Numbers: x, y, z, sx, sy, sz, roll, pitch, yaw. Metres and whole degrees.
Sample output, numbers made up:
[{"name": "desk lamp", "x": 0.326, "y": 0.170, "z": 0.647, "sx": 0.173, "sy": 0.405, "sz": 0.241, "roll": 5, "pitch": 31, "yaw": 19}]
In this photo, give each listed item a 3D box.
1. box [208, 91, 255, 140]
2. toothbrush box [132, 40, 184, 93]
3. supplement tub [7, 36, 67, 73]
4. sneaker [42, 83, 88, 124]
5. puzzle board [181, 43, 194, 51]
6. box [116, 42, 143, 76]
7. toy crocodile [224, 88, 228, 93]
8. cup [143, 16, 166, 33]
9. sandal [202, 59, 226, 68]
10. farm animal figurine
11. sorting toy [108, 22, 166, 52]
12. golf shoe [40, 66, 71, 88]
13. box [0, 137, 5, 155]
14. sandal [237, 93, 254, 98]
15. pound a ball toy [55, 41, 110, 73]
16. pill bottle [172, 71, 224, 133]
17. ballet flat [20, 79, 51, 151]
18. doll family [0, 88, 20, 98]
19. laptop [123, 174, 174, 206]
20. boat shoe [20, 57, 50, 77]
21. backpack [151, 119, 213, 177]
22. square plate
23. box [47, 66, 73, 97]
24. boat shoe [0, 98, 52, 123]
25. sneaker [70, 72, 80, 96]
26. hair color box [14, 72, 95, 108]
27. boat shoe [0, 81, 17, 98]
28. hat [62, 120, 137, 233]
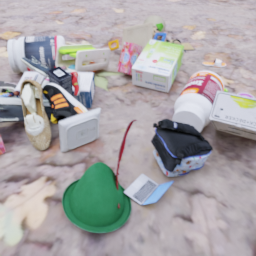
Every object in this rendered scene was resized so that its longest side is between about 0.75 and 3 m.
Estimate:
[{"name": "box", "x": 3.214, "y": -0.250, "z": 7.896, "sx": 1.510, "sy": 0.778, "sz": 2.589, "roll": 17, "pitch": 0, "yaw": 23}, {"name": "toothbrush box", "x": 1.287, "y": -2.657, "z": 11.826, "sx": 1.577, "sy": 0.932, "sz": 2.166, "roll": 17, "pitch": 54, "yaw": 18}, {"name": "supplement tub", "x": -3.970, "y": -3.236, "z": 12.517, "sx": 2.338, "sy": 1.641, "sz": 1.641, "roll": -5, "pitch": 36, "yaw": -8}, {"name": "sneaker", "x": -2.118, "y": -0.608, "z": 8.562, "sx": 2.091, "sy": 0.731, "sz": 0.941, "roll": 36, "pitch": 60, "yaw": 22}, {"name": "puzzle board", "x": 3.153, "y": -4.510, "z": 15.614, "sx": 0.773, "sy": 0.089, "sz": 1.026, "roll": -5, "pitch": 36, "yaw": -5}, {"name": "box", "x": 0.075, "y": -3.023, "z": 12.332, "sx": 0.667, "sy": 1.339, "sz": 0.639, "roll": 24, "pitch": 12, "yaw": 41}, {"name": "toy crocodile", "x": 3.407, "y": -1.292, "z": 10.905, "sx": 1.397, "sy": 0.431, "sz": 0.472, "roll": 14, "pitch": 71, "yaw": 17}, {"name": "cup", "x": 1.494, "y": -5.691, "z": 16.355, "sx": 1.344, "sy": 1.344, "sz": 0.961, "roll": 5, "pitch": 51, "yaw": 6}, {"name": "sandal", "x": 4.172, "y": -3.150, "z": 13.523, "sx": 1.113, "sy": 0.319, "sz": 0.426, "roll": 5, "pitch": 36, "yaw": 7}, {"name": "farm animal figurine", "x": 1.269, "y": -4.253, "z": 14.035, "sx": 2.407, "sy": 1.499, "sz": 2.981, "roll": -16, "pitch": 39, "yaw": -21}, {"name": "sorting toy", "x": 0.455, "y": -4.293, "z": 13.651, "sx": 2.996, "sy": 0.408, "sz": 1.687, "roll": -3, "pitch": 68, "yaw": 23}, {"name": "golf shoe", "x": -2.534, "y": -1.683, "z": 9.942, "sx": 0.592, "sy": 0.467, "sz": 1.286, "roll": 45, "pitch": 64, "yaw": 7}, {"name": "box", "x": -4.643, "y": 0.010, "z": 8.556, "sx": 1.095, "sy": 1.010, "sz": 2.135, "roll": -20, "pitch": 40, "yaw": -25}, {"name": "sandal", "x": 4.104, "y": -0.721, "z": 9.918, "sx": 0.979, "sy": 0.591, "sz": 2.405, "roll": 8, "pitch": 37, "yaw": 12}, {"name": "pound a ball toy", "x": -2.118, "y": -3.097, "z": 12.508, "sx": 1.844, "sy": 1.201, "sz": 2.827, "roll": 21, "pitch": 25, "yaw": 22}, {"name": "pill bottle", "x": 2.327, "y": -0.838, "z": 9.362, "sx": 1.300, "sy": 1.300, "sz": 2.301, "roll": 16, "pitch": 45, "yaw": 21}, {"name": "ballet flat", "x": -2.890, "y": -0.441, "z": 8.440, "sx": 0.804, "sy": 0.745, "sz": 2.281, "roll": -18, "pitch": 76, "yaw": 3}, {"name": "doll family", "x": -4.344, "y": -1.062, "z": 9.888, "sx": 0.875, "sy": 0.594, "sz": 1.513, "roll": -16, "pitch": 24, "yaw": -29}, {"name": "laptop", "x": 0.506, "y": 1.467, "z": 6.946, "sx": 0.891, "sy": 0.517, "sz": 0.834, "roll": 32, "pitch": 45, "yaw": 22}, {"name": "boat shoe", "x": -3.333, "y": -2.256, "z": 10.059, "sx": 1.206, "sy": 0.451, "sz": 0.373, "roll": 30, "pitch": 79, "yaw": 15}, {"name": "backpack", "x": 1.452, "y": 0.603, "z": 7.574, "sx": 1.434, "sy": 1.159, "sz": 1.505, "roll": -5, "pitch": 46, "yaw": -20}, {"name": "square plate", "x": -1.375, "y": 0.111, "z": 8.202, "sx": 1.308, "sy": 1.320, "sz": 0.188, "roll": -21, "pitch": 54, "yaw": -27}, {"name": "box", "x": -2.253, "y": -1.445, "z": 9.357, "sx": 0.694, "sy": 0.939, "sz": 0.490, "roll": 38, "pitch": 54, "yaw": 26}, {"name": "boat shoe", "x": -3.035, "y": -0.534, "z": 9.442, "sx": 2.755, "sy": 0.831, "sz": 1.042, "roll": 2, "pitch": 9, "yaw": -22}, {"name": "sneaker", "x": -1.834, "y": -1.491, "z": 9.497, "sx": 0.354, "sy": 0.835, "sz": 0.321, "roll": -2, "pitch": -2, "yaw": -36}, {"name": "hair color box", "x": -2.698, "y": -1.450, "z": 10.665, "sx": 2.716, "sy": 0.822, "sz": 1.358, "roll": 1, "pitch": 41, "yaw": 1}, {"name": "boat shoe", "x": -5.244, "y": -1.475, "z": 10.908, "sx": 2.380, "sy": 0.796, "sz": 0.678, "roll": 9, "pitch": 24, "yaw": 5}, {"name": "hat", "x": -0.579, "y": 1.002, "z": 6.340, "sx": 1.656, "sy": 1.760, "sz": 1.999, "roll": 5, "pitch": 32, "yaw": -15}]
